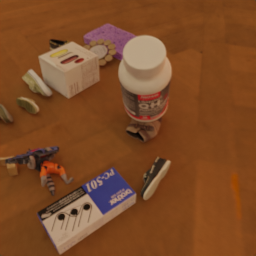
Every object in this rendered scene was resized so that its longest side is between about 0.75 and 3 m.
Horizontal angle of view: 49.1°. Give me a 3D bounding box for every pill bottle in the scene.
[{"bbox_3d":[0.493,-1.348,8.145,1.473,2.660,1.473,-2,66,4],"label":"pill bottle"}]

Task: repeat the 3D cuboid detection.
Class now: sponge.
[{"bbox_3d":[-0.483,-3.995,13.187,2.985,0.445,1.665,33,55,27],"label":"sponge"}]

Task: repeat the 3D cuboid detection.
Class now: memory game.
[{"bbox_3d":[-1.358,-3.320,12.418,1.734,0.110,1.734,-6,58,10],"label":"memory game"}]

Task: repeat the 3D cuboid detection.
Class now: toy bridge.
[{"bbox_3d":[-4.652,1.299,7.980,2.794,0.380,0.939,-15,44,-15],"label":"toy bridge"}]

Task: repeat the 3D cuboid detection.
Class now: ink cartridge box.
[{"bbox_3d":[-1.016,2.031,7.162,2.287,0.506,1.075,-28,53,-25],"label":"ink cartridge box"}]

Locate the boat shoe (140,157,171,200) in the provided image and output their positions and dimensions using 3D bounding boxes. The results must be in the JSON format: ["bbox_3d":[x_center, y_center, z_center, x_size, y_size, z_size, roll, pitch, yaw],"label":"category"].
[{"bbox_3d":[0.674,1.378,7.814,0.459,0.575,1.522,24,38,21],"label":"boat shoe"}]

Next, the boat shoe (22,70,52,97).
[{"bbox_3d":[-3.527,-1.637,10.830,0.558,0.648,1.801,-42,51,-7],"label":"boat shoe"}]

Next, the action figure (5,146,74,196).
[{"bbox_3d":[-2.550,1.135,7.847,1.651,0.863,1.597,-8,35,-43],"label":"action figure"}]

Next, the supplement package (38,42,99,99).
[{"bbox_3d":[-2.265,-2.300,10.946,1.583,1.218,1.656,32,52,28],"label":"supplement package"}]

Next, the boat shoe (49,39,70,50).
[{"bbox_3d":[-2.947,-3.810,12.990,1.500,0.452,0.535,8,46,8],"label":"boat shoe"}]

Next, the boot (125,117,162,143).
[{"bbox_3d":[0.319,-0.210,9.374,1.613,0.566,1.179,28,55,28],"label":"boot"}]

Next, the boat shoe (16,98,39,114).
[{"bbox_3d":[-3.530,-0.852,10.042,1.132,0.423,0.387,28,32,30],"label":"boat shoe"}]

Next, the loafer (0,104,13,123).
[{"bbox_3d":[-4.608,-0.552,9.747,1.629,0.613,0.567,31,66,32],"label":"loafer"}]
